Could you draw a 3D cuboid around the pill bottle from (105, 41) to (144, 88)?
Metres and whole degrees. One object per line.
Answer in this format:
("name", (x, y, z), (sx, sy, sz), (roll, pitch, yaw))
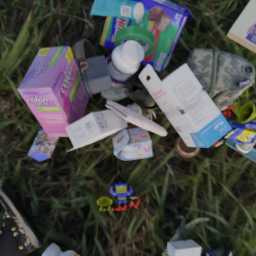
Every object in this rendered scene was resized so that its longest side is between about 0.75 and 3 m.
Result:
("pill bottle", (-0.241, -2.271, 10.014), (1.067, 1.916, 1.067), (9, 70, -26))

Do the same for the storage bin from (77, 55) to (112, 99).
("storage bin", (-1.075, -1.780, 9.099), (0.887, 0.961, 1.320), (-17, 57, 1))

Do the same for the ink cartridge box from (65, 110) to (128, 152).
("ink cartridge box", (-1.172, 0.047, 9.490), (1.604, 1.827, 0.766), (-26, 86, 26))

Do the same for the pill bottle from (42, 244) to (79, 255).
("pill bottle", (-1.810, 4.956, 9.140), (2.459, 1.377, 1.377), (33, 77, 9))

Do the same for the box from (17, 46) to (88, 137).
("box", (-2.373, -1.188, 9.563), (1.122, 2.321, 2.042), (-1, 50, 15))

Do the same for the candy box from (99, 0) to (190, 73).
("candy box", (0.573, -3.952, 11.091), (2.861, 2.419, 1.102), (28, 36, 10))

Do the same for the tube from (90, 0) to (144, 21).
("tube", (-0.490, -4.430, 10.275), (2.282, 0.575, 0.883), (26, 100, 31))

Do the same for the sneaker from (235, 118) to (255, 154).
("sneaker", (4.879, 0.201, 10.755), (0.696, 0.803, 1.811), (36, 68, 9))

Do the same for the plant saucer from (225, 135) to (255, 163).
("plant saucer", (4.509, 0.829, 10.926), (1.457, 0.138, 0.510), (32, 61, 10))

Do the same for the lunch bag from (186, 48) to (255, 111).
("lunch bag", (3.171, -1.630, 10.405), (2.192, 2.613, 1.821), (6, 74, 3))

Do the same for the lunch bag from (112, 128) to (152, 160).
("lunch bag", (0.114, 0.525, 9.517), (1.259, 1.068, 0.801), (-9, 117, -1))

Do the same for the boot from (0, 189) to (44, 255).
("boot", (-4.383, 3.612, 9.805), (1.884, 0.916, 2.503), (-38, 83, -10))

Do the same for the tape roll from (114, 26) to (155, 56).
("tape roll", (0.236, -3.095, 10.177), (1.466, 1.466, 0.352), (5, 74, 2))

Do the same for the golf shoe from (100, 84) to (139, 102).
("golf shoe", (-0.174, -1.536, 11.249), (1.927, 0.937, 0.754), (1, 74, 1))

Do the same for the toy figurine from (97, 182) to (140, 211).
("toy figurine", (-0.375, 2.461, 10.384), (1.544, 0.814, 0.925), (-3, 45, -3))

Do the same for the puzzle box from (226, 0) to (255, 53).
("puzzle box", (5.963, -4.724, 12.451), (1.964, 0.375, 2.953), (35, 77, 9))

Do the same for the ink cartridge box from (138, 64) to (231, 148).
("ink cartridge box", (1.686, -0.858, 8.857), (1.008, 1.724, 2.973), (-37, 93, -9))

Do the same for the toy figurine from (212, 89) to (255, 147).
("toy figurine", (3.942, -0.097, 9.402), (1.330, 2.220, 1.171), (18, 50, -10))

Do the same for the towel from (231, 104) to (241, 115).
("towel", (4.533, -0.684, 11.442), (0.387, 0.081, 0.898), (-37, 77, -9))

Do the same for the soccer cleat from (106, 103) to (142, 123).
("soccer cleat", (-0.328, -0.452, 10.980), (1.798, 0.623, 0.697), (-16, 65, -8))

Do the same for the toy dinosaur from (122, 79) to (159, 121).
("toy dinosaur", (0.558, -1.162, 10.163), (1.310, 2.561, 0.986), (35, 86, 14))

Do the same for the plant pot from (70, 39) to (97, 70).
("plant pot", (-2.109, -2.295, 11.142), (1.685, 1.942, 1.942), (-16, 74, 13))

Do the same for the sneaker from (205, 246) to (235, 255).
("sneaker", (2.855, 4.809, 9.606), (1.829, 0.668, 1.023), (-36, 73, -18))

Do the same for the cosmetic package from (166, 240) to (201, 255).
("cosmetic package", (1.893, 4.172, 9.567), (1.022, 0.576, 0.414), (6, 93, -24))

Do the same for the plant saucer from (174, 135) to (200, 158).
("plant saucer", (2.344, 0.657, 11.002), (1.022, 0.187, 1.022), (0, 73, 0))

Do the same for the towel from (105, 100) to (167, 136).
("towel", (0.229, -0.312, 8.919), (1.651, 1.577, 0.266), (21, 99, -36))

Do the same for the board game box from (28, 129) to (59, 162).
("board game box", (-3.102, 0.589, 10.389), (0.529, 0.872, 1.093), (37, 53, -31))

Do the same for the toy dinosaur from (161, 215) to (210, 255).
("toy dinosaur", (1.827, 3.630, 9.980), (2.135, 0.507, 0.941), (-39, 93, -9))
